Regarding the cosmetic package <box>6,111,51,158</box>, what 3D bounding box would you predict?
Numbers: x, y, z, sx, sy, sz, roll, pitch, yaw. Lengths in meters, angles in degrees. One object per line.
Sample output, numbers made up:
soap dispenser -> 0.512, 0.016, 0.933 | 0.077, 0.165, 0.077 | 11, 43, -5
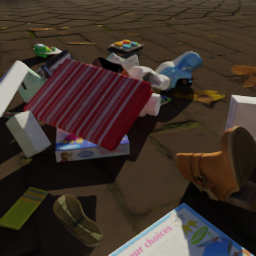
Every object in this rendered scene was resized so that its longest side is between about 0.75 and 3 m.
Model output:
cosmetic package -> -2.159, 0.133, 6.094 | 0.380, 0.897, 0.482 | -31, 0, 30

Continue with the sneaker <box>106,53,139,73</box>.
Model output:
sneaker -> -0.682, -2.158, 9.958 | 2.220, 0.982, 0.835 | -12, 34, -19

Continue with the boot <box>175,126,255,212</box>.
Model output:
boot -> 1.383, 0.604, 4.685 | 0.668, 1.813, 1.402 | -42, 38, -25

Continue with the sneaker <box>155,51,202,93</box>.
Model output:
sneaker -> 1.825, -1.806, 9.635 | 2.368, 0.928, 1.065 | -33, 76, -33

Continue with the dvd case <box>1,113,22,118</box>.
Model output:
dvd case -> -2.985, -0.324, 7.458 | 0.808, 0.089, 0.590 | -1, -5, -3

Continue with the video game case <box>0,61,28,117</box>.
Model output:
video game case -> -2.881, 0.298, 4.743 | 2.535, 0.306, 2.780 | -37, 30, 24

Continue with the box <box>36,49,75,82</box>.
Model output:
box -> -1.777, -1.433, 8.256 | 0.362, 1.454, 1.147 | -24, 21, 48

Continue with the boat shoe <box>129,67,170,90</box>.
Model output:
boat shoe -> 0.557, -1.599, 8.731 | 1.523, 0.539, 0.528 | 24, 17, 33

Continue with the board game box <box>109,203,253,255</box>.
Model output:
board game box -> 0.405, 2.203, 3.248 | 2.779, 0.476, 1.868 | -23, 38, -32

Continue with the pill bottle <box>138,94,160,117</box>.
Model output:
pill bottle -> 0.208, -0.720, 7.792 | 1.282, 0.767, 0.767 | 10, 33, 17

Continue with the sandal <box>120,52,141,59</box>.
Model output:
sandal -> -0.083, -2.835, 11.778 | 1.423, 0.341, 0.535 | -31, 42, -22

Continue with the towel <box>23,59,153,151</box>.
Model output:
towel -> -0.957, -0.651, 6.647 | 2.649, 0.298, 1.916 | 22, 64, 23

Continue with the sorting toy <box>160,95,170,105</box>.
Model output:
sorting toy -> 0.838, -0.852, 8.612 | 1.061, 0.145, 0.597 | -20, 37, -29

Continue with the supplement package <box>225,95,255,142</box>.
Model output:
supplement package -> 2.937, -0.046, 6.104 | 1.401, 1.091, 0.777 | 7, 18, 8

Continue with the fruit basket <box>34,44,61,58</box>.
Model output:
fruit basket -> -3.632, -3.546, 12.712 | 1.107, 0.519, 1.026 | -16, 35, -30

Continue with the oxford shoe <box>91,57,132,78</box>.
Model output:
oxford shoe -> -0.200, -1.400, 8.272 | 1.958, 0.710, 0.697 | 27, 58, -12

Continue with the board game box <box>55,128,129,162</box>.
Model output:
board game box -> -0.903, 0.136, 6.798 | 1.620, 0.333, 1.617 | -6, 32, -10

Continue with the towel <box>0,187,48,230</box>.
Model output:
towel -> -1.812, 1.376, 4.896 | 0.409, 0.086, 0.951 | 7, 26, 13

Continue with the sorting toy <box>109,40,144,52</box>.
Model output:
sorting toy -> -0.065, -4.118, 13.900 | 1.354, 0.247, 1.253 | 21, 37, 32

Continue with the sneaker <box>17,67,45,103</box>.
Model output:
sneaker -> -2.605, -1.517, 8.409 | 1.636, 0.965, 0.602 | -31, 38, -6

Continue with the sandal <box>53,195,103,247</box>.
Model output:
sandal -> -0.778, 1.431, 4.267 | 1.034, 0.282, 0.423 | 33, 45, 29
